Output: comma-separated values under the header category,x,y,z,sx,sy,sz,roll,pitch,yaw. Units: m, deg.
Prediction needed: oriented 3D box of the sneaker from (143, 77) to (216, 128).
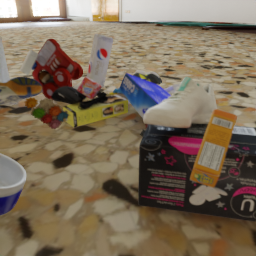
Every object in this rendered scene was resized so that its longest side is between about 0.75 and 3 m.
category,x,y,z,sx,sy,sz,roll,pitch,yaw
sneaker,1.031,-0.503,5.335,0.790,0.929,2.100,11,13,40

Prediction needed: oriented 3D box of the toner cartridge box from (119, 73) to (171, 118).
category,x,y,z,sx,sy,sz,roll,pitch,yaw
toner cartridge box,0.847,-0.774,8.721,1.424,0.647,2.998,15,21,-25

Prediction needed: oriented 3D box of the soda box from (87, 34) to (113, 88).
category,x,y,z,sx,sy,sz,roll,pitch,yaw
soda box,-1.097,-2.520,10.559,0.595,1.868,0.636,7,18,-22

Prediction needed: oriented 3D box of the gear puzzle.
category,x,y,z,sx,sy,sz,roll,pitch,yaw
gear puzzle,-2.186,-0.434,7.511,0.674,1.302,0.170,-43,45,7

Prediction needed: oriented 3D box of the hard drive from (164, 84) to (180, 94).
category,x,y,z,sx,sy,sz,roll,pitch,yaw
hard drive,1.578,-1.396,10.558,0.892,0.178,1.353,-17,-1,-32

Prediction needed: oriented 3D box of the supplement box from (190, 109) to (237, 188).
category,x,y,z,sx,sy,sz,roll,pitch,yaw
supplement box,1.300,0.285,4.241,0.405,0.392,1.178,20,58,18

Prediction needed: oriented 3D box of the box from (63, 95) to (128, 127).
category,x,y,z,sx,sy,sz,roll,pitch,yaw
box,-1.049,-0.603,9.293,2.054,0.515,0.773,-18,30,-32

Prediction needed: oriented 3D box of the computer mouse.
category,x,y,z,sx,sy,sz,roll,pitch,yaw
computer mouse,-1.614,-1.167,9.394,1.941,0.447,1.363,20,33,39

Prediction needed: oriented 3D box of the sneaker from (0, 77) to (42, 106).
category,x,y,z,sx,sy,sz,roll,pitch,yaw
sneaker,-4.153,-1.258,10.146,2.063,0.909,0.777,-6,60,-11

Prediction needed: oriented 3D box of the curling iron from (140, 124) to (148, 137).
category,x,y,z,sx,sy,sz,roll,pitch,yaw
curling iron,0.563,-0.144,8.522,0.487,0.251,1.964,24,23,-14

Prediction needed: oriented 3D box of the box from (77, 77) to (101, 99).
category,x,y,z,sx,sy,sz,roll,pitch,yaw
box,-1.241,-1.286,9.073,0.534,0.511,1.071,33,6,-6

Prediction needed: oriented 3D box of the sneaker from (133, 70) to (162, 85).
category,x,y,z,sx,sy,sz,roll,pitch,yaw
sneaker,0.764,-2.034,12.142,0.698,0.614,1.648,-48,38,-18

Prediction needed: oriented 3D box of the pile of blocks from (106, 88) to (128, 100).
category,x,y,z,sx,sy,sz,roll,pitch,yaw
pile of blocks,-0.153,-1.333,10.745,1.431,0.587,0.445,2,18,1

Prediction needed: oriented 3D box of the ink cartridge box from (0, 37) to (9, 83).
category,x,y,z,sx,sy,sz,roll,pitch,yaw
ink cartridge box,-6.126,-2.555,10.520,2.980,2.986,0.606,1,26,3

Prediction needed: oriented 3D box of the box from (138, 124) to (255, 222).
category,x,y,z,sx,sy,sz,roll,pitch,yaw
box,1.450,0.737,5.488,2.313,1.327,1.528,6,20,11

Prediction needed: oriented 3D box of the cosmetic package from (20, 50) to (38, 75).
category,x,y,z,sx,sy,sz,roll,pitch,yaw
cosmetic package,-3.526,-2.316,9.922,0.280,0.817,1.084,28,1,-27

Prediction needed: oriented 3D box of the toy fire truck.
category,x,y,z,sx,sy,sz,roll,pitch,yaw
toy fire truck,-2.825,-2.116,10.516,1.667,1.985,1.113,47,34,-5

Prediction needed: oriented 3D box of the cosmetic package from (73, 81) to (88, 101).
category,x,y,z,sx,sy,sz,roll,pitch,yaw
cosmetic package,-1.729,-1.473,10.986,0.625,0.422,1.187,8,25,10

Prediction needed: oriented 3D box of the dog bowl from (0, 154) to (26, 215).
category,x,y,z,sx,sy,sz,roll,pitch,yaw
dog bowl,-2.568,0.905,4.852,1.434,0.565,1.434,23,10,-4
